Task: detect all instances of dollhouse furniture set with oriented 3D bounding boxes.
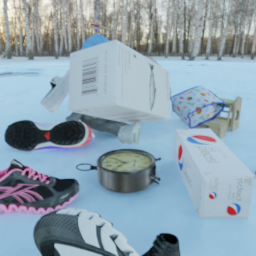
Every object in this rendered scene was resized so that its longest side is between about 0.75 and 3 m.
[{"bbox_3d":[2.668,-0.571,10.162,2.188,1.216,1.935,13,22,37],"label":"dollhouse furniture set"}]

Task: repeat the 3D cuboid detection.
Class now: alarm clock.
[{"bbox_3d":[-0.230,0.942,6.250,1.919,0.639,1.294,4,18,7],"label":"alarm clock"}]

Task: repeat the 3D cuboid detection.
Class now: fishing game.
[{"bbox_3d":[-0.970,-2.298,8.756,1.256,1.755,0.273,-2,25,-39],"label":"fishing game"}]

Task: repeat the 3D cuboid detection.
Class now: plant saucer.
[{"bbox_3d":[0.589,-1.643,11.514,0.637,2.537,2.537,-29,31,-35],"label":"plant saucer"}]

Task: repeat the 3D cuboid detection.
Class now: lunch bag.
[{"bbox_3d":[2.406,-0.774,9.677,1.455,0.901,1.237,-27,45,-9],"label":"lunch bag"}]

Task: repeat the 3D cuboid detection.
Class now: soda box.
[{"bbox_3d":[1.706,0.823,6.197,0.952,0.890,2.795,0,17,0],"label":"soda box"}]

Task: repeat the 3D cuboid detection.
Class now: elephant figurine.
[{"bbox_3d":[-0.931,-0.796,10.244,2.276,2.076,2.933,32,0,-22],"label":"elephant figurine"}]

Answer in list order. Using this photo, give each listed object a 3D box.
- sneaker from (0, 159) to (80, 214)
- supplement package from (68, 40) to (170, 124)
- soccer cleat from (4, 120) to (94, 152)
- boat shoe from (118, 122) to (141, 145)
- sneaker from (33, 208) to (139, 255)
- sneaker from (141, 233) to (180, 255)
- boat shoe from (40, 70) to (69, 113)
[{"bbox_3d":[-1.941,1.063,5.320,2.035,0.970,0.804,-2,15,-12],"label":"sneaker"},{"bbox_3d":[-0.119,-1.000,7.202,1.466,1.461,2.499,-5,-8,35],"label":"supplement package"},{"bbox_3d":[-2.365,0.267,8.374,2.764,0.943,1.012,-3,-12,16],"label":"soccer cleat"},{"bbox_3d":[0.021,0.121,7.538,0.594,0.582,1.669,6,5,4],"label":"boat shoe"},{"bbox_3d":[-0.416,1.764,3.014,2.893,0.961,1.309,17,21,39],"label":"sneaker"},{"bbox_3d":[0.319,1.749,3.899,0.952,0.472,0.337,-9,21,-23],"label":"sneaker"},{"bbox_3d":[-2.692,-1.584,10.813,0.738,2.154,0.775,38,-26,-26],"label":"boat shoe"}]
